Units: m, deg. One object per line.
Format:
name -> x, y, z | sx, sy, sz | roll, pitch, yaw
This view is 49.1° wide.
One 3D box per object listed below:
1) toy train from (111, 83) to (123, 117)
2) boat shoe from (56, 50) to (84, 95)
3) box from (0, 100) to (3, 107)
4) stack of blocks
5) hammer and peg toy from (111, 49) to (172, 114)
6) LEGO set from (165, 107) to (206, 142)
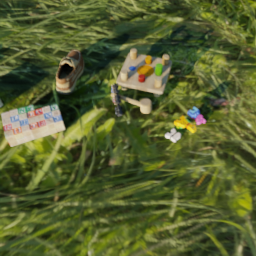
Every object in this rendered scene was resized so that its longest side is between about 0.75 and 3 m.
toy train -> -0.445, -1.091, 10.852 | 0.251, 0.338, 1.474 | 7, 61, -32
boat shoe -> -2.401, -2.479, 11.627 | 0.903, 0.881, 2.387 | 4, 54, 3
box -> -5.680, -1.159, 10.855 | 1.450, 0.564, 0.689 | 28, 59, 19
stack of blocks -> -3.427, -0.215, 10.150 | 1.979, 0.580, 1.140 | -18, 56, -13
hammer and peg toy -> 0.527, -1.973, 11.206 | 2.002, 0.960, 2.722 | 14, 55, 10
LEGO set -> 2.213, -0.099, 10.028 | 1.739, 0.663, 0.714 | -35, 61, -21
